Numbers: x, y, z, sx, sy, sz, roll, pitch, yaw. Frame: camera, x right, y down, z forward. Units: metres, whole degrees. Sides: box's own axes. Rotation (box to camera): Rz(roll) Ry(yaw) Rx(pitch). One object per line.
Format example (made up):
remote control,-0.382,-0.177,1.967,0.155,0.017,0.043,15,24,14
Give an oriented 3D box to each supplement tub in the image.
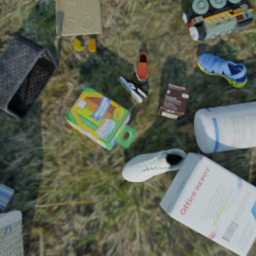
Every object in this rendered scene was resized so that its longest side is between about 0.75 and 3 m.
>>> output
supplement tub,3.508,-0.020,9.389,2.279,1.503,1.503,-7,77,-2

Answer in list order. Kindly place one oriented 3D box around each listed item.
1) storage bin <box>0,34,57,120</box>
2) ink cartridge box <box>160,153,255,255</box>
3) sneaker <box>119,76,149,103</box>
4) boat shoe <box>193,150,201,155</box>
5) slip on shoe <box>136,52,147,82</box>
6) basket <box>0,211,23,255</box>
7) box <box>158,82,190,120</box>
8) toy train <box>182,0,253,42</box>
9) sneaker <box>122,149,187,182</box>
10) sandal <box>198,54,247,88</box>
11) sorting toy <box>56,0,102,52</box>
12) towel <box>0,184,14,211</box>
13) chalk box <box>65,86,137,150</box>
storage bin,-3.727,-1.704,9.693,1.151,1.660,2.456,29,79,6
ink cartridge box,2.659,2.273,8.567,2.730,1.156,1.973,31,86,-10
sneaker,0.274,-1.559,10.328,0.663,0.433,1.185,-41,88,-12
boat shoe,2.626,1.415,9.555,0.480,0.519,1.407,-31,69,8
slip on shoe,0.534,-2.299,10.501,0.436,0.360,1.177,4,79,-2
basket,-4.510,3.701,8.085,2.447,2.425,1.968,-12,81,-3
box,1.616,-0.926,9.922,0.834,0.826,1.006,15,76,4
toy train,3.431,-4.239,10.635,2.622,1.117,1.494,-19,87,-4
sneaker,0.903,1.153,9.281,2.313,1.149,0.901,-18,79,-4
sandal,3.515,-2.231,10.245,1.961,0.854,0.779,25,80,7
sorting toy,-1.908,-4.011,10.959,1.749,0.314,2.347,-3,77,-5
towel,-4.292,2.364,9.550,0.553,0.090,0.753,24,79,4
chalk box,-0.779,-0.166,9.495,2.170,1.345,1.355,31,79,7
